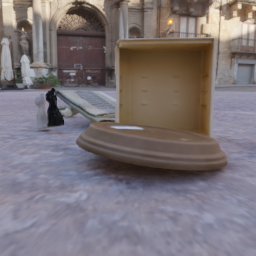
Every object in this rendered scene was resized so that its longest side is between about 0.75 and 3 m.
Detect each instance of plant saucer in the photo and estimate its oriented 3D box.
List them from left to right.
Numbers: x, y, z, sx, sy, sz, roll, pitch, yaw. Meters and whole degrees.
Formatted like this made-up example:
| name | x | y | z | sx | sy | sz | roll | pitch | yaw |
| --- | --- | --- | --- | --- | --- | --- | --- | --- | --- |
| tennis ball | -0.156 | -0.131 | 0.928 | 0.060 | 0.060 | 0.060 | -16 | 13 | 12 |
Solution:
| name | x | y | z | sx | sy | sz | roll | pitch | yaw |
| --- | --- | --- | --- | --- | --- | --- | --- | --- | --- |
| plant saucer | 0.425 | 0.239 | 5.123 | 2.704 | 0.398 | 2.704 | 7 | 6 | -1 |

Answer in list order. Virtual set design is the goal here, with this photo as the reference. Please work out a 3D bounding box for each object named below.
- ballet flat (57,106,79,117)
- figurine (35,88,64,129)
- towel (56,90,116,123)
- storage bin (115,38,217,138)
| name | x | y | z | sx | sy | sz | roll | pitch | yaw |
| --- | --- | --- | --- | --- | --- | --- | --- | --- | --- |
| ballet flat | -2.684 | -0.671 | 11.930 | 1.449 | 0.492 | 0.546 | 1 | 30 | 40 |
| figurine | -2.367 | -0.546 | 8.197 | 0.480 | 1.088 | 1.115 | -8 | 0 | -45 |
| towel | -0.958 | -0.774 | 9.511 | 2.305 | 0.398 | 2.220 | 34 | 22 | 31 |
| storage bin | 0.845 | -0.937 | 7.081 | 2.391 | 2.408 | 1.129 | 1 | 8 | 4 |
